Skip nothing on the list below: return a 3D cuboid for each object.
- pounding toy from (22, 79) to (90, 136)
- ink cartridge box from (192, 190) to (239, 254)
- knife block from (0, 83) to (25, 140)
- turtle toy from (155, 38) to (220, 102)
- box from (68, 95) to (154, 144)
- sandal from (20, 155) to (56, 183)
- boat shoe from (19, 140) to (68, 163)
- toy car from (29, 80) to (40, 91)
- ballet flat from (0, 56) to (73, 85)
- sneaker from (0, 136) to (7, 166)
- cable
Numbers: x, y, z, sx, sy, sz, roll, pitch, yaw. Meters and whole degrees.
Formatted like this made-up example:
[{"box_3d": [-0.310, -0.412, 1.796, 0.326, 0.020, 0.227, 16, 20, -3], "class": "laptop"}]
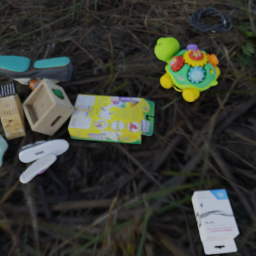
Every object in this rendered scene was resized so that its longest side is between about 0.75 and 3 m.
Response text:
[{"box_3d": [-2.365, -0.652, 9.154, 1.572, 1.117, 1.447, -44, 57, 16], "class": "pounding toy"}, {"box_3d": [2.294, 2.433, 7.351, 0.868, 0.500, 1.498, -4, 53, -3], "class": "ink cartridge box"}, {"box_3d": [-3.997, -0.640, 9.722, 0.589, 1.841, 1.616, -14, 9, -9], "class": "knife block"}, {"box_3d": [2.126, -2.345, 10.375, 2.717, 1.373, 1.980, 35, 60, 22], "class": "turtle toy"}, {"box_3d": [-0.485, -0.313, 9.351, 2.668, 0.645, 1.565, 4, 53, 6], "class": "box"}, {"box_3d": [-2.678, 1.227, 8.419, 1.210, 0.297, 0.493, -35, 44, -10], "class": "sandal"}, {"box_3d": [-2.635, 0.631, 8.730, 1.483, 0.532, 0.503, -18, 36, -15], "class": "boat shoe"}, {"box_3d": [-3.764, -1.417, 10.302, 1.274, 0.424, 0.625, -26, 55, -19], "class": "toy car"}, {"box_3d": [-3.494, -2.037, 10.316, 2.946, 1.076, 1.076, 0, 53, 0], "class": "ballet flat"}, {"box_3d": [-4.085, 0.754, 8.503, 0.422, 0.677, 1.148, 3, 53, 2], "class": "sneaker"}, {"box_3d": [3.682, -4.937, 12.958, 1.768, 0.550, 2.167, -12, 46, 2], "class": "cable"}]
